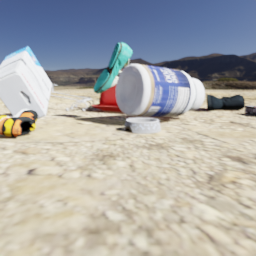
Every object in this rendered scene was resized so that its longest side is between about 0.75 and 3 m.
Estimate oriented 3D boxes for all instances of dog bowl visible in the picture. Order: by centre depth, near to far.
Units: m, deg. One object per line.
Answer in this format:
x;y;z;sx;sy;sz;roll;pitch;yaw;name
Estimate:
0.411;-0.079;8.125;1.089;0.319;1.089;-1;10;0;dog bowl

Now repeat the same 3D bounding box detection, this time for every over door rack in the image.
-3.002;-1.391;13.872;2.340;0.780;1.729;21;11;0;over door rack

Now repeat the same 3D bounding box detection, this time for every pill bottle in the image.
1.193;-1.201;9.557;2.957;1.641;1.641;-1;8;-36;pill bottle

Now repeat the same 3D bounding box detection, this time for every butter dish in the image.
-0.061;-1.775;13.142;2.660;1.972;2.668;4;11;28;butter dish

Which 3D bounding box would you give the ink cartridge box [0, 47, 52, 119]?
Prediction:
-3.423;-1.433;9.265;0.956;1.658;2.285;-21;34;5;ink cartridge box

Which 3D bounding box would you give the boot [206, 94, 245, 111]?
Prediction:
4.645;-1.224;13.363;1.739;0.791;2.070;-1;3;18;boot

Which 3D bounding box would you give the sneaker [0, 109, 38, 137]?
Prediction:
-2.782;-0.082;7.615;0.784;0.609;1.741;13;14;9;sneaker

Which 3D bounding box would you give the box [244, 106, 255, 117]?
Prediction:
5.821;-0.696;11.541;1.526;0.380;1.203;-1;10;-6;box

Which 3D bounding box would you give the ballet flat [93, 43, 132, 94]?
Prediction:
-0.473;-1.942;9.790;0.729;2.072;0.698;18;30;-28;ballet flat
